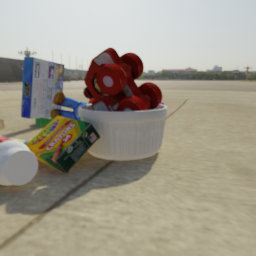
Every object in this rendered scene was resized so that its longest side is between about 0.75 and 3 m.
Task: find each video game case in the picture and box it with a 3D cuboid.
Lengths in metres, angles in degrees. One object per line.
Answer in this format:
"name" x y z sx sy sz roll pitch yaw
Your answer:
"video game case" -4.119 -1.891 13.692 0.630 2.773 2.513 9 7 19

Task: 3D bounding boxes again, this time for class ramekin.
"ramekin" -0.167 0.026 9.262 2.898 1.521 2.898 0 11 0

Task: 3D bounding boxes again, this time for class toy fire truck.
"toy fire truck" -0.425 -1.034 9.132 2.310 2.751 1.543 -25 14 40

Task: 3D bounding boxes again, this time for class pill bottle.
"pill bottle" -2.975 0.757 6.665 1.854 1.041 1.041 9 14 42

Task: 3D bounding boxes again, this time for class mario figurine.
"mario figurine" -1.566 -0.654 11.627 2.982 1.840 1.580 9 36 -27

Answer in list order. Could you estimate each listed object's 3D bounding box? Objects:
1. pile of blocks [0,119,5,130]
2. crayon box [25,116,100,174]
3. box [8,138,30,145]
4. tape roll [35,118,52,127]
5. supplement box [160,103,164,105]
"pile of blocks" -7.077 -0.376 13.327 2.637 0.819 1.082 4 12 24
"crayon box" -2.046 0.379 8.151 2.259 0.574 1.434 10 51 47
"box" -3.992 0.549 9.711 1.060 0.256 0.622 8 8 14
"tape roll" -3.985 -0.403 14.641 1.668 0.401 1.668 1 11 0
"supplement box" 1.329 -1.098 17.108 1.696 0.877 0.858 -7 11 -40
